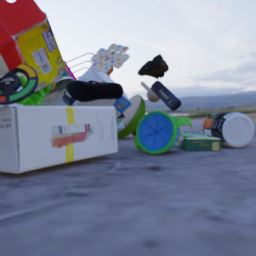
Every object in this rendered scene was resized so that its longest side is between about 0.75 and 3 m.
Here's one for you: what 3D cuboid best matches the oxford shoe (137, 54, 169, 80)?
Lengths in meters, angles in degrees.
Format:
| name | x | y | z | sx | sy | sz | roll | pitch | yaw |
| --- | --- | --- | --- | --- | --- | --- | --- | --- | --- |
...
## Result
| name | x | y | z | sx | sy | sz | roll | pitch | yaw |
| --- | --- | --- | --- | --- | --- | --- | --- | --- | --- |
| oxford shoe | 0.637 | -1.483 | 7.403 | 0.580 | 0.499 | 1.374 | 44 | -10 | -15 |

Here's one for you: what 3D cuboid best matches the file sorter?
| name | x | y | z | sx | sy | sz | roll | pitch | yaw |
| --- | --- | --- | --- | --- | --- | --- | --- | --- | --- |
| file sorter | -1.939 | -1.830 | 12.297 | 1.534 | 1.700 | 2.446 | -29 | -10 | -25 |

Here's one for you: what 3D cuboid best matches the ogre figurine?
| name | x | y | z | sx | sy | sz | roll | pitch | yaw |
| --- | --- | --- | --- | --- | --- | --- | --- | --- | --- |
| ogre figurine | -2.462 | -1.252 | 7.179 | 0.916 | 1.867 | 1.119 | -29 | -51 | 25 |

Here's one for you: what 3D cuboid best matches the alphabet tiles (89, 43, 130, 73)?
| name | x | y | z | sx | sy | sz | roll | pitch | yaw |
| --- | --- | --- | --- | --- | --- | --- | --- | --- | --- |
| alphabet tiles | -0.449 | -1.685 | 6.768 | 0.973 | 0.952 | 0.071 | 23 | -25 | 33 |

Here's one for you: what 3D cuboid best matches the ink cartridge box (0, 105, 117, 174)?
| name | x | y | z | sx | sy | sz | roll | pitch | yaw |
| --- | --- | --- | --- | --- | --- | --- | --- | --- | --- |
| ink cartridge box | -1.818 | 0.149 | 6.021 | 1.992 | 1.145 | 2.744 | -2 | 1 | 33 |

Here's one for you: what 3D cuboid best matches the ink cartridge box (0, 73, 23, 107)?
| name | x | y | z | sx | sy | sz | roll | pitch | yaw |
| --- | --- | --- | --- | --- | --- | --- | --- | --- | --- |
| ink cartridge box | -4.284 | -1.139 | 9.214 | 2.406 | 0.749 | 2.989 | -10 | 42 | 0 |

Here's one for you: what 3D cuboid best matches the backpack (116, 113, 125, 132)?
| name | x | y | z | sx | sy | sz | roll | pitch | yaw |
| --- | --- | --- | --- | --- | --- | --- | --- | --- | --- |
| backpack | -1.059 | -0.228 | 11.150 | 1.507 | 1.278 | 1.698 | -13 | -4 | -38 |

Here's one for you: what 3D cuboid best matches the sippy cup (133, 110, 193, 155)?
| name | x | y | z | sx | sy | sz | roll | pitch | yaw |
| --- | --- | --- | --- | --- | --- | --- | --- | --- | --- |
| sippy cup | 0.966 | 0.185 | 7.653 | 1.487 | 1.168 | 1.090 | 13 | -1 | 34 |

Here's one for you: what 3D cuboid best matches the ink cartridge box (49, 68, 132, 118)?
| name | x | y | z | sx | sy | sz | roll | pitch | yaw |
| --- | --- | --- | --- | --- | --- | --- | --- | --- | --- |
| ink cartridge box | -1.229 | -0.637 | 8.753 | 2.168 | 0.908 | 1.573 | -40 | -39 | 12 |

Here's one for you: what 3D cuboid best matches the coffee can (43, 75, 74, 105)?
| name | x | y | z | sx | sy | sz | roll | pitch | yaw |
| --- | --- | --- | --- | --- | --- | --- | --- | --- | --- |
| coffee can | -2.561 | -1.669 | 8.682 | 1.161 | 1.586 | 1.161 | -37 | -14 | -11 |

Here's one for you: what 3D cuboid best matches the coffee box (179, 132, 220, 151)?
| name | x | y | z | sx | sy | sz | roll | pitch | yaw |
| --- | --- | --- | --- | --- | --- | --- | --- | --- | --- |
| coffee box | 2.063 | 0.389 | 8.763 | 1.048 | 0.375 | 1.705 | 1 | 7 | -5 |

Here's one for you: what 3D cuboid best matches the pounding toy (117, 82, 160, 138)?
| name | x | y | z | sx | sy | sz | roll | pitch | yaw |
| --- | --- | --- | --- | --- | --- | --- | --- | --- | --- |
| pounding toy | 0.505 | -0.483 | 12.488 | 1.331 | 2.868 | 2.214 | 36 | 5 | -20 |

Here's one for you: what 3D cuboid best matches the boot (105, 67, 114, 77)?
| name | x | y | z | sx | sy | sz | roll | pitch | yaw |
| --- | --- | --- | --- | --- | --- | --- | --- | --- | --- |
| boot | -0.913 | -1.627 | 10.181 | 0.737 | 1.054 | 1.965 | -46 | 10 | -34 |

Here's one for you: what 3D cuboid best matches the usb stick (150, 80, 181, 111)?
| name | x | y | z | sx | sy | sz | roll | pitch | yaw |
| --- | --- | --- | --- | --- | --- | --- | --- | --- | --- |
| usb stick | 0.984 | -0.879 | 7.465 | 0.202 | 0.343 | 1.238 | 43 | 9 | -44 |

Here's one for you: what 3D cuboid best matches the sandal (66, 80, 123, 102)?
| name | x | y | z | sx | sy | sz | roll | pitch | yaw |
| --- | --- | --- | --- | --- | --- | --- | --- | --- | --- |
| sandal | -0.880 | -1.008 | 7.516 | 1.571 | 0.590 | 0.354 | 3 | 29 | 9 |

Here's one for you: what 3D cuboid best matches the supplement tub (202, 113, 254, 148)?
| name | x | y | z | sx | sy | sz | roll | pitch | yaw |
| --- | --- | --- | --- | --- | --- | --- | --- | --- | --- |
| supplement tub | 3.219 | 0.047 | 9.341 | 1.107 | 1.107 | 1.807 | 0 | 3 | -7 |

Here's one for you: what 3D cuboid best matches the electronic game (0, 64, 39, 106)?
| name | x | y | z | sx | sy | sz | roll | pitch | yaw |
| --- | --- | --- | --- | --- | --- | --- | --- | --- | --- |
| electronic game | -1.952 | -0.739 | 4.600 | 0.945 | 0.945 | 0.197 | 0 | -36 | 0 |

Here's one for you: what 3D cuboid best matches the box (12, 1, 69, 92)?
| name | x | y | z | sx | sy | sz | roll | pitch | yaw |
| --- | --- | --- | --- | --- | --- | --- | --- | --- | --- |
| box | -1.953 | -1.642 | 5.504 | 0.789 | 1.294 | 1.246 | -32 | 48 | -19 |

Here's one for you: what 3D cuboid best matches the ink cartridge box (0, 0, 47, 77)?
| name | x | y | z | sx | sy | sz | roll | pitch | yaw |
| --- | --- | --- | --- | --- | --- | --- | --- | --- | --- |
| ink cartridge box | -2.711 | -1.299 | 4.046 | 2.720 | 1.580 | 0.915 | -36 | -1 | -17 |
